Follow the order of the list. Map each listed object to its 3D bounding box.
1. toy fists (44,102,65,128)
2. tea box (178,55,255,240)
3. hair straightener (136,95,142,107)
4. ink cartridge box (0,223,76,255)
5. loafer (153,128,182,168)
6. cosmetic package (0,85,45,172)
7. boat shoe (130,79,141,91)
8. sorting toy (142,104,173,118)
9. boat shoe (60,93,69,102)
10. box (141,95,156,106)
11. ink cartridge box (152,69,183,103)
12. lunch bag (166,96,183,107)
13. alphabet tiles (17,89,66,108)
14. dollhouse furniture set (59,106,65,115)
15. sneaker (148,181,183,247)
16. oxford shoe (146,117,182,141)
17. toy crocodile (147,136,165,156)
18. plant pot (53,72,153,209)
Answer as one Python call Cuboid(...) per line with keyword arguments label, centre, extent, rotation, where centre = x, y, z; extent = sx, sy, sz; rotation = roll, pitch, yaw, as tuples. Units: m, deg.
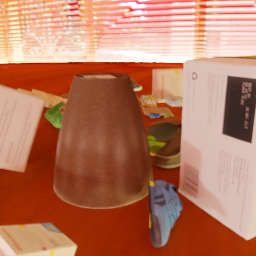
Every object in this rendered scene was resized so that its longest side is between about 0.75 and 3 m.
Cuboid(label="toy fists", centre=(-2.693, -0.477, 10.977), extent=(0.916, 0.618, 1.796), rotation=(-33, 29, -17))
Cuboid(label="tea box", centre=(2.713, 0.068, 5.588), extent=(2.839, 2.886, 1.928), rotation=(-9, 19, -27))
Cuboid(label="hair straightener", centre=(-0.604, -1.261, 13.385), extent=(2.813, 1.082, 0.576), rotation=(2, 59, -20))
Cuboid(label="ink cartridge box", centre=(-1.255, 1.586, 3.360), extent=(0.627, 0.611, 0.975), rotation=(20, 1, 41))
Cuboid(label="loafer", centre=(1.452, 0.355, 7.778), extent=(0.812, 0.752, 2.160), rotation=(11, 35, 45))
Cuboid(label="cosmetic package", centre=(-3.236, -0.131, 6.461), extent=(2.059, 1.723, 1.713), rotation=(18, -5, -23))
Cuboid(label="boat shoe", centre=(0.290, -2.928, 18.797), extent=(0.672, 0.863, 1.900), rotation=(12, 21, 33))
Cuboid(label="sorting toy", centre=(1.271, -0.667, 12.451), extent=(1.282, 0.310, 2.277), rotation=(4, 17, -3))
Cuboid(label="boat shoe", centre=(-2.455, -1.280, 13.722), extent=(1.705, 0.591, 0.604), rotation=(5, 39, -15))
Cuboid(label="box", centre=(1.039, -1.416, 14.417), extent=(0.760, 0.481, 0.789), rotation=(1, 10, 0))
Cuboid(label="ink cartridge box", centre=(2.583, -2.390, 15.512), extent=(2.410, 1.749, 1.005), rotation=(-4, 16, -13))
Cuboid(label="lunch bag", centre=(2.531, -1.410, 14.592), extent=(0.919, 0.442, 1.146), rotation=(-4, 18, -13))
Cuboid(label="alphabet tiles", centre=(-3.667, -1.293, 12.983), extent=(2.812, 0.210, 2.875), rotation=(15, 11, -24))
Cuboid(label="dollhouse furniture set", centre=(-1.419, -0.326, 9.912), extent=(1.211, 1.528, 1.085), rotation=(-27, -3, 25))
Cuboid(label="sneaker", centre=(0.696, 1.460, 5.063), extent=(0.671, 0.564, 1.711), rotation=(3, 17, 3))
Cuboid(label="oxford shoe", centre=(1.254, -0.044, 9.414), extent=(2.021, 0.721, 0.720), rotation=(-3, 37, -44))
Cuboid(label="toy crocodile", centre=(0.391, 0.560, 8.006), extent=(1.707, 0.527, 0.576), rotation=(5, 23, -24))
Cuboid(label="plant pot", centre=(-0.568, 0.076, 6.265), extent=(2.337, 2.500, 2.337), rotation=(0, 18, 0))
